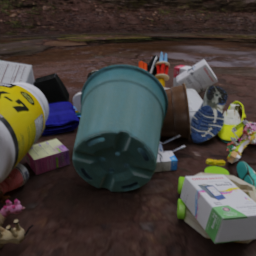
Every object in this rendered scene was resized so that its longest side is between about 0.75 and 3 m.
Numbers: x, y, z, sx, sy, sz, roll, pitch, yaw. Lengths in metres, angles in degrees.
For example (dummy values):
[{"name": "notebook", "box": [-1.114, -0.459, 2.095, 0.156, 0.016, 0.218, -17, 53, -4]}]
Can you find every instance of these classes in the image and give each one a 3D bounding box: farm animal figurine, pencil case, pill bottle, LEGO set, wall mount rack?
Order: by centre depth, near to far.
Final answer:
[{"name": "farm animal figurine", "box": [-2.493, 1.754, 4.980, 1.338, 0.705, 1.353, -27, 40, -25]}, {"name": "pill bottle", "box": [-2.775, -0.055, 6.027, 1.654, 1.654, 2.894, 0, 19, 0]}, {"name": "LEGO set", "box": [3.153, 0.296, 7.879, 1.718, 0.639, 0.790, -35, -3, -17]}, {"name": "wall mount rack", "box": [1.017, 0.469, 8.150, 1.083, 0.465, 1.247, 10, 24, -5]}, {"name": "pencil case", "box": [4.355, 0.190, 8.464, 1.644, 0.719, 0.719, 5, 24, 7]}]

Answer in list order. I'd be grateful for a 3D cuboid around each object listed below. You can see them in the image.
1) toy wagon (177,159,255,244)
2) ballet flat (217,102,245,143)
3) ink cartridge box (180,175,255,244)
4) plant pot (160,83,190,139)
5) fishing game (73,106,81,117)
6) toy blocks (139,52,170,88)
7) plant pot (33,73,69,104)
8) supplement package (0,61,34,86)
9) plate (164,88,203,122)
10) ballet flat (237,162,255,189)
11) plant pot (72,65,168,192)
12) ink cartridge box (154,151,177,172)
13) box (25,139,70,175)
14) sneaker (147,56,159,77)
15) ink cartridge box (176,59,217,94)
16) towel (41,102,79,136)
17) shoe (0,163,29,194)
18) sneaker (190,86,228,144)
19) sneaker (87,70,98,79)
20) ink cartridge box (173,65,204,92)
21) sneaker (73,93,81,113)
[{"name": "toy wagon", "box": [1.972, 1.420, 5.939, 1.813, 0.462, 2.336, 4, 23, 9]}, {"name": "ballet flat", "box": [3.513, -0.311, 9.478, 0.812, 0.814, 2.430, 5, 23, 27]}, {"name": "ink cartridge box", "box": [1.612, 1.365, 4.940, 0.897, 0.540, 1.234, 2, 20, -18]}, {"name": "plant pot", "box": [0.996, -0.436, 8.916, 1.734, 1.751, 1.751, -6, 23, 7]}, {"name": "fishing game", "box": [-2.037, -0.715, 11.088, 1.195, 0.259, 1.668, 17, 32, 30]}, {"name": "toy blocks", "box": [1.032, -2.419, 11.870, 1.479, 1.774, 0.644, 8, -16, -8]}, {"name": "plant pot", "box": [-3.249, -1.532, 11.591, 1.296, 1.152, 1.299, -17, 26, -3]}, {"name": "supplement package", "box": [-5.105, -1.814, 11.365, 2.243, 1.311, 1.315, 8, 57, -7]}, {"name": "plate", "box": [2.038, -0.958, 10.713, 2.225, 0.360, 2.230, -1, 38, -16]}, {"name": "ballet flat", "box": [2.913, 1.200, 6.678, 0.386, 0.369, 1.096, 24, 23, -5]}, {"name": "plant pot", "box": [-0.198, 0.082, 6.760, 2.407, 2.407, 2.357, 2, 38, 4]}, {"name": "ink cartridge box", "box": [0.774, 0.888, 7.353, 0.909, 0.308, 0.527, -4, 24, -10]}, {"name": "box", "box": [-2.171, 0.750, 7.487, 0.937, 0.453, 0.825, -17, 29, -32]}, {"name": "sneaker", "box": [0.712, -2.386, 12.748, 0.966, 2.205, 0.835, 16, -14, 19]}, {"name": "ink cartridge box", "box": [3.000, -2.134, 12.275, 1.419, 1.039, 0.609, -31, 27, 24]}, {"name": "towel", "box": [-2.585, -0.346, 9.984, 1.469, 0.493, 1.989, -9, 27, -15]}, {"name": "shoe", "box": [-3.387, 1.028, 6.499, 1.999, 0.714, 0.909, 14, 22, 21]}, {"name": "sneaker", "box": [2.656, -0.266, 9.363, 0.965, 1.067, 2.505, 27, 53, 13]}, {"name": "sneaker", "box": [-0.631, -2.242, 13.948, 2.872, 1.128, 1.280, 9, 12, 5]}, {"name": "ink cartridge box", "box": [3.084, -2.476, 14.136, 1.522, 1.105, 0.635, 21, 33, 39]}, {"name": "sneaker", "box": [-0.629, -0.993, 10.792, 2.780, 1.023, 1.640, 9, 28, 0]}]
